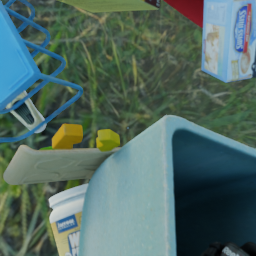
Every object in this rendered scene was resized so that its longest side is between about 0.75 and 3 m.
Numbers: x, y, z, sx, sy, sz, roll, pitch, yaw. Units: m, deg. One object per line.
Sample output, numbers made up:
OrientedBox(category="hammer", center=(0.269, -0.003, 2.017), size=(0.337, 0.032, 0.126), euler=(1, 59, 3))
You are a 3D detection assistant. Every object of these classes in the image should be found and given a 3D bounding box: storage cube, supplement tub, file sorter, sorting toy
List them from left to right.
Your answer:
OrientedBox(category="file sorter", center=(-2.342, -1.284, 4.770), size=(1.890, 1.671, 2.723), euler=(-35, 78, 15))
OrientedBox(category="sorting toy", center=(-0.741, 0.404, 3.919), size=(1.586, 2.128, 0.285), euler=(5, 64, -31))
OrientedBox(category="supplement tub", center=(-0.949, 2.270, 6.179), size=(1.320, 1.320, 1.825), euler=(-20, 75, -5))
OrientedBox(category="storage cube", center=(1.981, -3.236, 5.538), size=(2.267, 2.038, 1.938), euler=(20, 101, -30))

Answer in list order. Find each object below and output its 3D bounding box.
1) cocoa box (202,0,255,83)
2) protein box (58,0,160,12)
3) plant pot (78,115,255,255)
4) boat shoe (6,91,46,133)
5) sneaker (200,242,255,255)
OrientedBox(category="cocoa box", center=(1.558, -1.318, 4.041), size=(0.724, 0.735, 1.103), euler=(-12, 119, -12))
OrientedBox(category="protein box", center=(-0.635, -2.980, 4.973), size=(1.899, 1.913, 1.291), euler=(17, 104, 38))
OrientedBox(category="plant pot", center=(0.557, 1.769, 3.859), size=(2.610, 2.666, 2.617), euler=(19, 60, -32))
OrientedBox(category="boat shoe", center=(-2.889, -0.666, 7.400), size=(1.908, 0.592, 0.687), euler=(43, 78, 11))
OrientedBox(category="sneaker", center=(0.892, 1.817, 3.107), size=(2.117, 0.748, 1.034), euler=(0, 111, -34))
